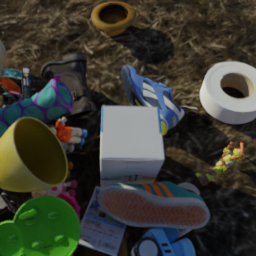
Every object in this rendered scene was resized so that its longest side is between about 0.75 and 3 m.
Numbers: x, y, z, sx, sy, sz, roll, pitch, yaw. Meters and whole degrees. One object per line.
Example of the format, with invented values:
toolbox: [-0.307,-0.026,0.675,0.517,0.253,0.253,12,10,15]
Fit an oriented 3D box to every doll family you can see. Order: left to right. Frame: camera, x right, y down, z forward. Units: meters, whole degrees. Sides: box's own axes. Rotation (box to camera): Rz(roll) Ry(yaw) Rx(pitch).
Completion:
doll family: [-2.319,0.925,8.029,1.166,1.606,2.588,9,89,42]

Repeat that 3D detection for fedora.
fedora: [-0.872,3.345,7.485,1.835,0.748,1.835,0,59,1]
fedora: [-0.608,-4.625,12.155,2.038,0.831,2.038,1,56,-1]

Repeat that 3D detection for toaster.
toaster: [-3.831,2.521,7.634,1.530,1.383,0.908,-33,62,-19]

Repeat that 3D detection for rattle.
rattle: [-5.292,-2.422,10.064,1.849,2.029,2.840,-37,72,-3]

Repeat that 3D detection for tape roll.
tape roll: [3.835,-1.304,10.195,2.325,0.813,2.325,0,60,0]

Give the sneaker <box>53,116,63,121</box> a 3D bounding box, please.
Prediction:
sneaker: [-2.706,-0.567,9.915,1.035,0.395,0.593,15,92,12]

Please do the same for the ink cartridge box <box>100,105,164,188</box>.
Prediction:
ink cartridge box: [0.006,0.670,8.160,1.625,2.247,1.654,1,59,-5]

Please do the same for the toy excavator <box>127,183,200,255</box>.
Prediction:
toy excavator: [1.218,3.001,7.570,2.597,1.297,2.525,-14,60,-23]

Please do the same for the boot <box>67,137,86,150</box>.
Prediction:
boot: [-1.807,0.393,9.509,0.683,0.272,0.785,10,61,5]

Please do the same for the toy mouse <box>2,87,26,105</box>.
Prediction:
toy mouse: [-3.915,-1.009,9.524,1.148,1.021,0.222,-19,23,35]

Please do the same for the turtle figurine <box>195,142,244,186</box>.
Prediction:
turtle figurine: [2.875,1.115,8.461,1.639,2.032,0.654,-39,84,14]

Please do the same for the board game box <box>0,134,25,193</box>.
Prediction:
board game box: [-2.768,0.800,8.815,1.843,0.569,1.844,-21,67,-36]

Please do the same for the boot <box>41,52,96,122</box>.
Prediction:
boot: [-2.209,-1.314,9.987,0.886,2.560,2.229,-1,82,-48]

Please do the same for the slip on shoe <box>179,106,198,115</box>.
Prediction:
slip on shoe: [2.135,-0.608,10.107,0.763,0.290,0.231,8,53,-4]

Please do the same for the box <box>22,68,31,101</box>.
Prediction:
box: [-3.597,-1.328,9.892,0.280,1.217,0.967,-1,49,-21]

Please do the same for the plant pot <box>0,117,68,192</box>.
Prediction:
plant pot: [-2.438,0.786,6.489,1.232,1.736,1.736,-28,60,15]

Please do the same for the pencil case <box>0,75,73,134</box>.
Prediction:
pencil case: [-3.039,-0.577,8.936,2.604,1.108,1.203,-24,86,14]

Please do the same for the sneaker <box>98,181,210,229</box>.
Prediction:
sneaker: [0.637,1.958,7.510,2.874,1.148,1.026,11,103,-3]

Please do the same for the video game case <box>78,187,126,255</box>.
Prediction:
video game case: [-0.601,2.439,7.486,1.145,0.144,1.599,14,53,9]

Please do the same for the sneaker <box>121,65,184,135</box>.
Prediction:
sneaker: [0.802,-1.134,9.993,1.212,1.090,2.947,-30,72,-17]

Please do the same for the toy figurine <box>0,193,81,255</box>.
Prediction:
toy figurine: [-1.991,2.330,6.992,2.024,1.863,1.519,-17,88,2]
